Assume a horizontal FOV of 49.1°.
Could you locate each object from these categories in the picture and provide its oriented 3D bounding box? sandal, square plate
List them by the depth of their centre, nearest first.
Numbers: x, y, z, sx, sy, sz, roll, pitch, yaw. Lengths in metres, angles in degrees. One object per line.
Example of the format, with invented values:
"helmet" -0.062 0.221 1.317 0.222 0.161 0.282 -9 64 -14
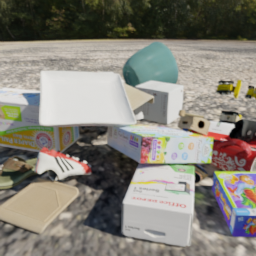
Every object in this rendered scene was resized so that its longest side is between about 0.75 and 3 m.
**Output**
"sandal" -2.925 1.024 7.580 0.862 0.619 2.170 19 29 39
"square plate" -1.287 -0.861 8.380 2.602 0.370 2.577 -1 42 -16

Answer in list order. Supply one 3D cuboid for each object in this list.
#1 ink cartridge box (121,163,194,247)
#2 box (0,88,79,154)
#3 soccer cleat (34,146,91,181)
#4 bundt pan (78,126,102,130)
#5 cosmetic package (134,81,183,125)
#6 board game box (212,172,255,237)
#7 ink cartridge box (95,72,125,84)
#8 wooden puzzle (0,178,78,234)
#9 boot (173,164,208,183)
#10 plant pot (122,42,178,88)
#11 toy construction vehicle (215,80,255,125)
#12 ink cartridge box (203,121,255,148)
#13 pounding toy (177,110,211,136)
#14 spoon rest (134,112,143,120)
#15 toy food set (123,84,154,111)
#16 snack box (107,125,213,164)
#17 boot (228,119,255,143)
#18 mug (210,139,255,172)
"ink cartridge box" 0.722 1.514 6.075 1.351 0.784 1.866 5 21 12
"box" -3.306 -0.294 9.459 2.970 1.671 1.505 7 22 15
"soccer cleat" -1.629 1.037 7.137 0.594 0.738 1.733 12 -14 37
"bundt pan" -1.327 -0.867 10.802 2.089 2.089 0.784 15 -4 33
"cosmetic package" 1.298 -1.132 11.974 1.663 1.392 1.383 14 26 32
"board game box" 3.297 1.621 6.170 2.451 0.549 1.648 0 22 1
"ink cartridge box" -1.459 -2.283 15.175 1.941 1.126 2.630 -2 22 -15
"wooden puzzle" -2.026 1.729 6.366 1.312 0.264 1.419 9 28 22
"boot" 1.686 1.157 7.702 0.492 0.379 1.014 -6 30 -43
"plant pot" 1.021 -3.008 15.285 2.182 2.719 2.719 -29 32 -21
"toy construction vehicle" 4.392 -0.911 10.895 0.748 1.850 2.125 22 -10 -41
"ink cartridge box" 3.358 0.179 8.630 1.909 0.594 2.372 11 3 24
"pounding toy" 1.825 -0.124 8.100 1.066 0.488 0.936 21 -5 -25
"spoon rest" -0.042 -0.413 10.958 1.273 0.632 0.386 -4 18 36
"toy food set" -0.232 -0.915 9.829 1.580 0.665 2.201 27 31 18
"snack box" 0.714 0.377 7.837 1.950 0.726 2.742 1 6 -20
"boot" 3.564 -0.127 7.541 1.454 1.198 0.477 5 25 -16
"mug" 2.959 0.739 7.609 0.918 1.221 1.376 -18 23 -32
